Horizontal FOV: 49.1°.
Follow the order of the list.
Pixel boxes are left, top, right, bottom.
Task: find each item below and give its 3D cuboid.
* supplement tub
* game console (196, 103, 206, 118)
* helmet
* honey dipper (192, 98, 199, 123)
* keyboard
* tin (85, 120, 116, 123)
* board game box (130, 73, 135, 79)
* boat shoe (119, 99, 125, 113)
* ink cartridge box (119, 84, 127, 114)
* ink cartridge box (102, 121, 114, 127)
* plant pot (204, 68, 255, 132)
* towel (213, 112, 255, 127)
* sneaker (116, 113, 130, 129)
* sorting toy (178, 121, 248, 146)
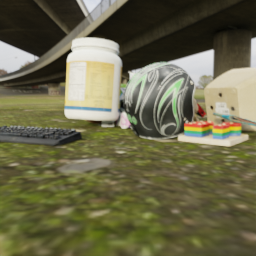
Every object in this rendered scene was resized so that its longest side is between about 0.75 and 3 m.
[{"bbox_3d":[-1.362,-1.809,11.104,2.161,2.988,2.161,4,2,0],"label":"supplement tub"},{"bbox_3d":[2.573,-1.076,12.257,1.543,0.271,1.745,37,4,32],"label":"game console"},{"bbox_3d":[0.938,-0.901,8.559,2.204,2.101,2.204,-4,21,1],"label":"helmet"},{"bbox_3d":[2.505,-0.557,10.918,0.552,0.552,2.908,2,-9,18],"label":"honey dipper"},{"bbox_3d":[-2.824,0.171,8.372,2.870,0.368,1.723,4,7,21],"label":"keyboard"},{"bbox_3d":[-1.202,-0.872,13.553,2.355,0.493,1.318,-5,47,-30],"label":"tin"},{"bbox_3d":[0.240,-1.398,10.583,0.195,0.766,1.139,-4,-32,7],"label":"board game box"},{"bbox_3d":[0.718,-0.692,11.720,2.570,0.936,0.794,16,-2,17],"label":"boat shoe"},{"bbox_3d":[0.168,-1.586,13.847,2.010,1.030,2.720,-5,53,-38],"label":"ink cartridge box"},{"bbox_3d":[-0.866,-0.191,11.983,0.508,0.235,0.932,0,5,-4],"label":"ink cartridge box"},{"bbox_3d":[4.308,-0.989,10.769,2.099,2.371,2.368,-16,14,-28],"label":"plant pot"},{"bbox_3d":[3.417,-0.273,8.692,1.195,0.177,1.630,13,8,-1],"label":"towel"},{"bbox_3d":[-0.014,-0.289,11.430,0.687,0.625,1.553,8,4,-14],"label":"sneaker"},{"bbox_3d":[2.478,0.101,8.122,1.518,0.528,1.509,5,8,40],"label":"sorting toy"}]
